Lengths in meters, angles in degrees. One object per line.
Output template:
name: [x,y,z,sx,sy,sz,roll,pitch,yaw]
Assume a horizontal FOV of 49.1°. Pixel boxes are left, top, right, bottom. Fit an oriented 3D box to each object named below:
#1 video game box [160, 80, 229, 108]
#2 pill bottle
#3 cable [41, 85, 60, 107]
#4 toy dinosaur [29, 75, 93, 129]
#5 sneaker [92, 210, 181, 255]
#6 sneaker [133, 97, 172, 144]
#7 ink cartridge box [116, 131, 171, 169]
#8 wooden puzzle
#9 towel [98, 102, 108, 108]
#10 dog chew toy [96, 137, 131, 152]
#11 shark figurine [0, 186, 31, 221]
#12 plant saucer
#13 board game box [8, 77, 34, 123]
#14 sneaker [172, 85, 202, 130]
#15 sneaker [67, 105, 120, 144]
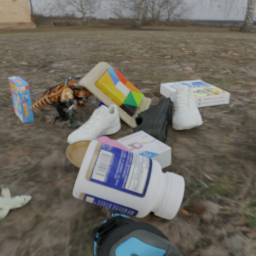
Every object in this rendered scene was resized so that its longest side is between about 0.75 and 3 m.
video game box: [3.221,-1.725,13.960,2.400,0.617,2.634,-11,26,-16]
pill bottle: [0.025,1.214,6.193,2.193,1.313,1.313,19,24,-3]
cable: [-3.467,-1.550,13.464,1.316,0.410,1.614,2,42,12]
toy dinosaur: [-2.398,-1.070,10.937,2.774,1.883,1.417,-9,26,-16]
sneaker: [-0.130,1.651,3.590,1.054,2.880,1.180,-31,63,-17]
sneaker: [0.955,-0.413,10.443,1.270,1.062,2.798,1,26,18]
ink cartridge box: [0.425,0.732,8.436,1.041,0.610,1.441,-19,30,-30]
wooden puzzle: [-0.366,-1.517,11.563,2.881,0.536,2.665,37,33,-8]
towel: [-0.330,-1.071,12.704,1.711,0.424,1.264,17,30,32]
dog chew toy: [-0.476,0.721,7.927,0.835,0.835,1.341,-20,45,-37]
shark figurine: [-3.131,1.588,6.528,0.601,1.440,0.860,-29,25,56]
plant saucer: [-1.124,0.875,8.275,1.419,0.251,1.419,13,30,-8]
board game box: [-4.456,-1.203,11.628,0.441,1.545,1.578,-15,28,-30]
sneaker: [2.156,-0.893,10.952,1.124,1.434,2.886,-11,21,9]
sneaker: [-1.193,-0.131,9.720,0.876,1.165,2.339,21,34,32]
